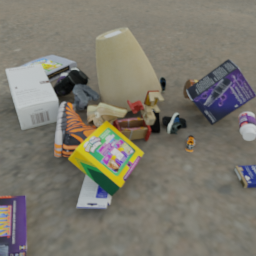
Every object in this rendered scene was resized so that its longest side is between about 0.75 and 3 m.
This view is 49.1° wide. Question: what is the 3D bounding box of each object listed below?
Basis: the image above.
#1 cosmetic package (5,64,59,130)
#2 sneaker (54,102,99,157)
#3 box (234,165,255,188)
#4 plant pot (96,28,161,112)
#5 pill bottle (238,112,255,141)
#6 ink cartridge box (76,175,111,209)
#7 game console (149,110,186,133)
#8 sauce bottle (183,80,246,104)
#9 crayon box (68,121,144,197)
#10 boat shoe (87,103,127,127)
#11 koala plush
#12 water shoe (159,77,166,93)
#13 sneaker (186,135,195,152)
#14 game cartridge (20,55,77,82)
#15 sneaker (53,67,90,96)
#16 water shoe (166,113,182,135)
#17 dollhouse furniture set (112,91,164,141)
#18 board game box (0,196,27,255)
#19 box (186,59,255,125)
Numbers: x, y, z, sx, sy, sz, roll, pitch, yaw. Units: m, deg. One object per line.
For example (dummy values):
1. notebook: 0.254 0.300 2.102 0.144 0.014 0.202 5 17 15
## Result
1. cosmetic package: -3.750 -1.321 10.930 1.500 1.092 2.951 -16 46 -22
2. sneaker: -1.632 0.075 9.438 1.509 1.045 2.693 3 37 -12
3. box: 3.826 1.390 8.131 1.234 0.200 0.747 -1 36 -4
4. plant pot: -0.202 -2.317 10.655 2.447 2.613 2.447 -14 29 8
5. pill bottle: 3.878 -0.043 9.068 0.520 0.520 0.932 7 44 9
6. ink cartridge box: -0.828 1.623 7.650 0.811 0.320 1.630 1 36 8
7. game console: 1.338 -0.194 10.194 1.629 0.196 0.961 6 52 -6
8. sauce bottle: 3.508 -1.374 11.196 2.516 0.830 0.830 6 35 -9
9. crayon box: -0.541 0.778 7.770 1.505 0.509 1.745 40 35 2
10. boat shoe: -0.745 -0.356 8.971 0.812 0.731 2.250 13 -5 -30
11. koala plush: -1.798 -1.066 10.833 0.939 1.022 0.906 46 47 13
12. water shoe: 1.577 -1.984 12.436 0.319 0.352 0.891 10 56 -9
13. sneaker: 2.087 0.463 9.311 0.312 0.308 0.798 5 35 10
14. game cartridge: -4.134 -2.834 13.709 1.868 0.567 2.801 18 40 29
15. sneaker: -2.360 -1.692 11.316 1.028 0.889 2.347 -57 25 -18
16. water shoe: 1.680 -0.104 9.759 0.433 0.392 1.097 16 42 18
17. dollhouse furniture set: 0.223 -0.419 8.922 1.122 2.085 0.848 -6 51 -18
18. board game box: -3.012 2.287 6.385 1.301 0.446 1.574 2 35 -22
19. box: 3.280 -1.253 9.990 1.872 1.385 0.976 -38 26 19
